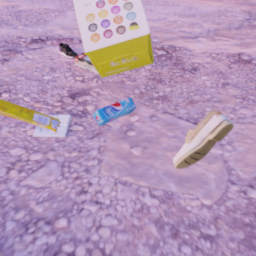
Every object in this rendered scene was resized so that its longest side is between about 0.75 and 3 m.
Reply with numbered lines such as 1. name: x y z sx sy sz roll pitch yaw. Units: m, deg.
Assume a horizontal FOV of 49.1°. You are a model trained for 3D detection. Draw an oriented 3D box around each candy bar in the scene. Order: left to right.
1. candy bar: -3.075 -0.371 8.361 2.194 0.243 0.547 20 56 -22

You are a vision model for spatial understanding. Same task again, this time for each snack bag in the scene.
1. snack bag: -3.151 -0.092 11.596 1.376 0.156 1.459 1 38 1

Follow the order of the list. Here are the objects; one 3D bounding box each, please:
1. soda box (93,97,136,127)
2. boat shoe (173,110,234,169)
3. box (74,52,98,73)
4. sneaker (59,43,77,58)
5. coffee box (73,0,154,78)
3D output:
1. soda box: -0.433 -0.542 9.320 1.399 0.474 0.449 -25 80 -32
2. boat shoe: 1.718 0.308 6.814 0.645 1.726 0.590 23 29 -47
3. box: -1.447 -4.166 16.488 1.952 0.569 2.851 24 44 27
4. sneaker: -3.745 -4.774 17.173 1.565 0.685 0.593 27 45 30
5. coffee box: -0.493 -4.058 11.996 2.630 2.634 2.605 -15 76 5
